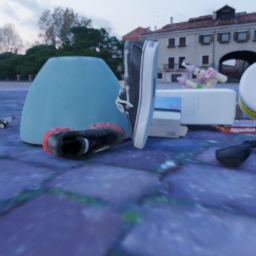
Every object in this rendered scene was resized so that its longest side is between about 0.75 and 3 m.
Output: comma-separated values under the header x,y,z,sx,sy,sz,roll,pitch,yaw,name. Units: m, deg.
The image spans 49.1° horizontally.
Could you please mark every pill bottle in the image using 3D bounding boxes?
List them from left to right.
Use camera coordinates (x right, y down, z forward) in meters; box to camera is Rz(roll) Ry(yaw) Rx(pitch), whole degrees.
x,y,z,sx,sy,sz,roll,pitch,yaw,name
4.532,-1.070,9.262,1.628,1.628,2.896,4,-4,21,pill bottle

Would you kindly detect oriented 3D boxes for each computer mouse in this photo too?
x,y,z,sx,sy,sz,roll,pitch,yaw,name
2.177,0.459,5.360,0.550,0.319,1.875,-14,-4,40,computer mouse

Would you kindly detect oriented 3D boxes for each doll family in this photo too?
x,y,z,sx,sy,sz,roll,pitch,yaw,name
-4.057,-0.194,8.823,1.074,0.421,0.621,4,5,-9,doll family

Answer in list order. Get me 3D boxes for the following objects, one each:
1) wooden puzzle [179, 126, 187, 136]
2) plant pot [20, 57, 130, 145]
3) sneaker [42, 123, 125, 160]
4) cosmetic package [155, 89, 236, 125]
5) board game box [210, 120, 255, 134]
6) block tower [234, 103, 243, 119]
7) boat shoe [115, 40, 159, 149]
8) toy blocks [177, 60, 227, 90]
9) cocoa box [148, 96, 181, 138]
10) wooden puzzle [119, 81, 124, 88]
x,y,z,sx,sy,sz,roll,pitch,yaw,name
1.202,0.089,7.767,0.832,0.168,0.900,4,13,14,wooden puzzle
-1.308,-0.782,7.292,2.907,1.958,2.907,0,7,0,plant pot
-0.756,0.270,5.467,1.694,0.599,0.828,-6,13,-26,sneaker
1.737,-0.670,8.598,2.775,1.027,1.411,2,11,13,cosmetic package
3.856,-0.055,8.413,2.411,0.234,1.241,0,9,-2,board game box
3.450,-0.604,10.461,2.194,0.634,0.593,-6,12,-37,block tower
0.134,-0.642,5.789,0.768,2.248,0.830,9,29,13,boat shoe
2.652,-1.627,11.661,1.659,1.842,1.971,21,4,-13,toy blocks
0.759,-0.297,7.179,1.162,0.775,0.762,4,52,9,cocoa box
-0.299,-1.009,10.536,0.379,1.637,1.516,36,-14,-29,wooden puzzle
